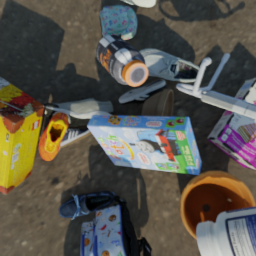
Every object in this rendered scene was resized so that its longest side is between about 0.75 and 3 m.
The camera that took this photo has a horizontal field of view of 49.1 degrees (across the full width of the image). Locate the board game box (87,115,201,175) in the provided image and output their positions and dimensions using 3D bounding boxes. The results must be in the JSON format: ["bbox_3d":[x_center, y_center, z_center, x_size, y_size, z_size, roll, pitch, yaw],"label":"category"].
[{"bbox_3d":[0.464,0.444,7.350,2.566,1.941,0.469,3,54,28],"label":"board game box"}]

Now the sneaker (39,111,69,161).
[{"bbox_3d":[-2.211,0.331,8.007,0.668,0.706,1.829,19,125,-11],"label":"sneaker"}]

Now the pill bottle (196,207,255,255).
[{"bbox_3d":[2.578,2.288,5.897,2.068,1.147,1.147,-20,79,26],"label":"pill bottle"}]

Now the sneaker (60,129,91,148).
[{"bbox_3d":[-1.722,0.116,8.686,1.153,0.404,0.625,-25,83,-1],"label":"sneaker"}]

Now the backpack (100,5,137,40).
[{"bbox_3d":[-0.297,-3.404,9.093,1.186,0.893,1.053,-7,81,-7],"label":"backpack"}]

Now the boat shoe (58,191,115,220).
[{"bbox_3d":[-1.251,2.181,8.231,1.711,0.587,0.720,-22,81,-4],"label":"boat shoe"}]

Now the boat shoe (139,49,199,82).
[{"bbox_3d":[1.249,-1.817,8.285,2.245,0.800,0.783,5,104,-29],"label":"boat shoe"}]

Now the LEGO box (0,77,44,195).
[{"bbox_3d":[-3.517,0.146,7.433,2.008,2.697,1.041,33,37,10],"label":"LEGO box"}]

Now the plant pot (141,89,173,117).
[{"bbox_3d":[0.816,-0.405,8.069,0.692,1.499,1.499,11,80,18],"label":"plant pot"}]

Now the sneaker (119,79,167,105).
[{"bbox_3d":[0.550,-0.828,8.702,1.531,0.559,0.856,-21,117,8],"label":"sneaker"}]

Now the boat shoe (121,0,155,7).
[{"bbox_3d":[0.094,-3.134,6.602,1.134,0.350,0.413,15,101,-7],"label":"boat shoe"}]

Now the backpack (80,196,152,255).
[{"bbox_3d":[-0.325,3.133,6.965,1.593,1.969,2.068,-25,116,1],"label":"backpack"}]

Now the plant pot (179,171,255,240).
[{"bbox_3d":[2.319,2.226,7.788,1.927,1.349,1.927,0,75,1],"label":"plant pot"}]

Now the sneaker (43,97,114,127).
[{"bbox_3d":[-1.494,-0.530,8.575,2.206,0.815,0.875,5,66,-15],"label":"sneaker"}]

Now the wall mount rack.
[{"bbox_3d":[2.689,-0.975,6.353,2.871,2.494,1.070,23,113,22],"label":"wall mount rack"}]

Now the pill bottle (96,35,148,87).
[{"bbox_3d":[-0.138,-1.689,7.141,0.902,0.902,1.699,-32,43,-5],"label":"pill bottle"}]

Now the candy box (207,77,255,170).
[{"bbox_3d":[3.651,-0.137,8.303,1.552,0.694,2.276,36,82,-7],"label":"candy box"}]
